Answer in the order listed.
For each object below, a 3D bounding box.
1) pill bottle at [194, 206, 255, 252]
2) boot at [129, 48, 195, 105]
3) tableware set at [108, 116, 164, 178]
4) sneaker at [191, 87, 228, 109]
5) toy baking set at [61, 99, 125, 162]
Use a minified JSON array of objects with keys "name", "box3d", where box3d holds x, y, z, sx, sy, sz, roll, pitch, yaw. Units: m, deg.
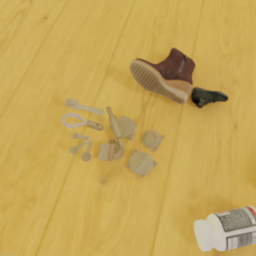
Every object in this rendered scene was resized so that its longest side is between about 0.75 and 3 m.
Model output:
[{"name":"pill bottle","box3d":[3.156,3.207,8.828,1.939,1.123,1.123,-10,63,-5]},{"name":"boot","box3d":[1.489,-2.465,11.494,2.869,1.038,2.386,31,54,-17]},{"name":"tableware set","box3d":[0.176,0.653,10.674,2.334,0.271,1.950,25,66,13]},{"name":"sneaker","box3d":[3.293,-1.124,11.444,1.493,0.571,0.855,13,64,10]},{"name":"toy baking set","box3d":[-1.288,0.030,10.216,2.034,0.308,2.650,-13,82,-18]}]
